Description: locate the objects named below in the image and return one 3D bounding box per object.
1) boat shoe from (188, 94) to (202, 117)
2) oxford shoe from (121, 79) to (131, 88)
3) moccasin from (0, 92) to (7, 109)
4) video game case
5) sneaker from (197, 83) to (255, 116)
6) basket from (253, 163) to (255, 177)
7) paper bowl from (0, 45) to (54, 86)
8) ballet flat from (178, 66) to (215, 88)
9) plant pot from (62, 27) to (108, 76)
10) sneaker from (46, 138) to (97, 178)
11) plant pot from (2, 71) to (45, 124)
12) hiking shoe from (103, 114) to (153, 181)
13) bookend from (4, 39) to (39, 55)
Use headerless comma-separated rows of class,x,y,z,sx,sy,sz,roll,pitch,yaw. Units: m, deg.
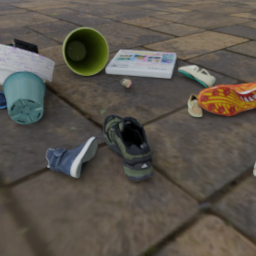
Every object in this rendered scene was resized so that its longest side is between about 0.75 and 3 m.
boat shoe,2.264,-0.770,9.545,0.428,0.384,1.157,-1,33,-2
oxford shoe,-0.103,-1.787,10.946,0.344,0.330,0.931,29,6,-12
moccasin,-5.010,-1.190,9.938,1.938,0.661,0.780,16,36,23
video game case,0.694,-3.036,13.111,2.891,0.342,2.631,6,33,11
sneaker,3.647,-1.001,9.620,2.857,1.043,1.102,-4,11,-13
basket,3.881,0.882,6.221,1.508,1.190,1.711,-28,33,-35
paper bowl,-4.046,-2.089,10.224,2.494,1.297,2.494,11,1,0
ballet flat,2.838,-2.211,11.536,0.623,0.623,1.795,-20,43,-28
plant pot,-2.129,-3.451,12.583,1.946,1.946,2.080,-13,21,-19
sneaker,-1.467,0.632,7.213,1.047,0.551,1.450,8,31,17
plant pot,-3.311,-0.909,9.015,1.371,1.371,1.342,-10,41,-15
hiking shoe,0.016,0.140,7.269,0.958,1.273,2.529,-10,36,-22
bookend,-5.547,-3.438,13.234,1.895,0.873,1.883,24,40,33
